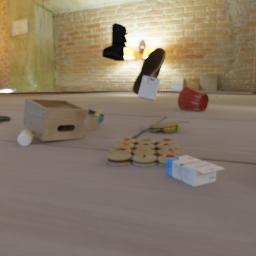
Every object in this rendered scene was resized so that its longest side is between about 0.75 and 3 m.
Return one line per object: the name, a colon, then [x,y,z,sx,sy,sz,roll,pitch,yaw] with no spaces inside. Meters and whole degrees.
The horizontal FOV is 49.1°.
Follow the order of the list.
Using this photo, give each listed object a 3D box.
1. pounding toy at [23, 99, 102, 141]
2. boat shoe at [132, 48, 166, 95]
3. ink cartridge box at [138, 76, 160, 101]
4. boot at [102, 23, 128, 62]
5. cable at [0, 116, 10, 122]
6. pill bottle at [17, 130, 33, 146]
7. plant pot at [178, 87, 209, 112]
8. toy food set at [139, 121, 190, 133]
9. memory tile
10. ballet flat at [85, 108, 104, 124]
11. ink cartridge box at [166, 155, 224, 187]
pounding toy: [-2.039,-0.131,10.035,2.396,1.248,2.728,-3,19,-42]
boat shoe: [1.192,-2.993,15.065,1.004,2.743,0.889,43,21,26]
ink cartridge box: [0.981,-1.875,13.280,0.850,1.049,0.263,14,-7,5]
boot: [-0.511,-3.440,11.156,0.628,1.392,1.698,6,7,20]
cable: [-6.448,-0.484,13.589,1.065,0.552,2.193,4,11,24]
pill bottle: [-3.396,0.349,9.212,0.432,0.432,0.828,-2,10,-13]
plant pot: [4.465,-1.834,18.944,1.609,1.609,1.565,-9,22,-42]
toy food set: [1.464,0.014,11.580,1.953,0.392,1.348,-6,3,-4]
memory tile: [0.489,0.639,8.164,2.017,0.221,2.631,1,10,5]
ballet flat: [-2.272,-0.519,12.292,2.640,0.965,0.965,-11,15,-40]
ink cartridge box: [1.414,0.932,6.005,0.651,0.381,1.122,-6,12,-30]
